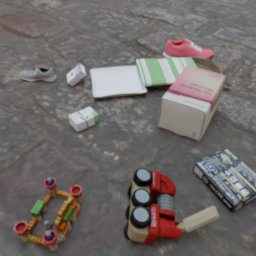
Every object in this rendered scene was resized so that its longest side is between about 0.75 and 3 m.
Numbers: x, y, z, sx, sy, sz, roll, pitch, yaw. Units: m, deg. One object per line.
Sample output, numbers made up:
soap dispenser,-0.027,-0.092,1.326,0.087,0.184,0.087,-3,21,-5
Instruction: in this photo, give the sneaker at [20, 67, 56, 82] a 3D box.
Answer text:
sneaker,-4.555,-2.793,14.105,1.791,0.734,0.669,1,42,1

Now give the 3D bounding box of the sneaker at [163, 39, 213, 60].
sneaker,3.351,-4.255,15.362,2.800,1.215,1.032,1,43,0

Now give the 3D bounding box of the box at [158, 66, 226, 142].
box,2.672,-1.109,11.627,1.821,1.552,2.848,20,46,20

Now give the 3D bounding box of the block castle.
block castle,-2.246,2.445,8.210,1.293,0.907,1.934,13,44,13

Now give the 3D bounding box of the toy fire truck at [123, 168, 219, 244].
toy fire truck,1.193,2.282,8.184,2.317,1.491,2.039,13,43,-5

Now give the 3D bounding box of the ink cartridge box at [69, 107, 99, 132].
ink cartridge box,-1.839,-0.367,11.641,1.040,0.438,0.759,-26,46,-27

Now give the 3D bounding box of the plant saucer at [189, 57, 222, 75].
plant saucer,3.531,-2.840,14.370,2.499,0.368,2.499,0,44,0

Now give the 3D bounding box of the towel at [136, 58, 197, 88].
towel,2.008,-2.791,13.928,2.982,0.349,2.275,-4,44,-7

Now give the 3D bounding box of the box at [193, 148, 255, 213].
box,3.392,1.662,9.396,1.566,0.477,1.943,-22,47,-21

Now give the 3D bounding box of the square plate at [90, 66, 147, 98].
square plate,-0.541,-2.244,13.789,2.501,0.356,2.477,-6,43,-7

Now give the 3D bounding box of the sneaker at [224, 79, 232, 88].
sneaker,4.668,-2.185,13.386,0.770,0.315,0.297,20,39,-10

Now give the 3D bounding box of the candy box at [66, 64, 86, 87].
candy box,-2.580,-2.606,13.845,0.945,0.338,0.793,-36,42,16
